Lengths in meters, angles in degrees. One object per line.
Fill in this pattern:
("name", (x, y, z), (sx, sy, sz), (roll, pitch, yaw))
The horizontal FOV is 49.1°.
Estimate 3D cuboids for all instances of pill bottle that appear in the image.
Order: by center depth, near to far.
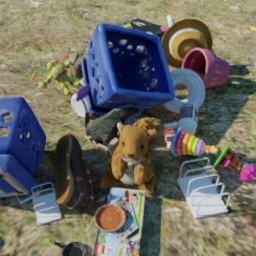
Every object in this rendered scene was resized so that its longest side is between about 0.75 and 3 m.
("pill bottle", (1.559, 0.278, 10.040), (0.484, 0.848, 0.484), (-9, 8, 1))
("pill bottle", (2.275, -0.300, 10.682), (0.733, 0.733, 1.284), (8, 47, 10))
("pill bottle", (-1.416, -1.292, 11.821), (1.067, 1.067, 1.843), (24, 45, 26))

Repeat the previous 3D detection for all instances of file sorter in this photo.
("file sorter", (-2.372, 2.155, 8.031), (0.664, 0.596, 0.957), (-14, 42, -15))
("file sorter", (2.218, 1.743, 8.287), (1.008, 0.904, 1.453), (-9, 41, -9))

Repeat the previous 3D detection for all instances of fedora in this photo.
("fedora", (3.017, -3.958, 13.795), (2.754, 2.754, 1.123), (-6, 33, -7))

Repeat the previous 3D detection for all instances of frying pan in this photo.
("frying pan", (-1.575, 3.185, 7.131), (1.003, 0.163, 0.607), (1, 39, 4))

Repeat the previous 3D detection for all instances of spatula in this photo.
("spatula", (-1.586, -0.704, 10.303), (0.218, 2.123, 0.600), (33, 54, 29))

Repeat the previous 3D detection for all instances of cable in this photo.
("cable", (2.209, -1.515, 11.710), (1.913, 0.662, 1.913), (-22, 86, -8))

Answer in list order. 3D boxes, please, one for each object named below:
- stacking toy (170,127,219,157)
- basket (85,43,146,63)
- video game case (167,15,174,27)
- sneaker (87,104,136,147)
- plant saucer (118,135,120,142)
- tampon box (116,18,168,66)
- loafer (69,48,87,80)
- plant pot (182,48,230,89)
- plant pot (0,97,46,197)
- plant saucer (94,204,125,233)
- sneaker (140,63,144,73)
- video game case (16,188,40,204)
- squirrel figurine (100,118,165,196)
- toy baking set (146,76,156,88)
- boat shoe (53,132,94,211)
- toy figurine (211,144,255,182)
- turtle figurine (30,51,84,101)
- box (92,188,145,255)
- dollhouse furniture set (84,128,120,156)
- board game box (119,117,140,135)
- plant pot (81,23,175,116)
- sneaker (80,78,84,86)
("stacking toy", (2.212, 0.614, 9.176), (1.492, 0.866, 0.819), (13, 42, 30))
("basket", (-0.678, -3.194, 13.028), (2.536, 1.889, 1.810), (3, 30, -17))
("video game case", (2.791, -4.871, 15.537), (0.255, 2.029, 2.834), (-24, 35, 20))
("sneaker", (-0.454, -0.018, 9.722), (1.950, 0.746, 1.117), (-28, 63, 13))
("plant saucer", (-0.238, 0.572, 10.255), (1.027, 0.192, 1.027), (0, 40, 0))
("tampon box", (0.692, -4.902, 15.753), (2.553, 1.611, 1.913), (30, 48, 31))
("loafer", (-2.543, -3.251, 14.253), (0.959, 1.081, 2.842), (1, 33, 4))
("plant pot", (3.696, -2.648, 13.044), (1.678, 1.874, 1.874), (0, 37, -26))
("plant pot", (-3.937, 0.728, 8.183), (2.465, 2.466, 2.217), (-6, 58, 0))
("plant saucer", (-0.485, 2.421, 7.486), (0.812, 0.131, 0.812), (-1, 39, 0))
("sneaker", (0.206, -3.269, 14.552), (1.484, 0.599, 0.568), (19, 44, 32))
("video game case", (-3.219, 1.910, 8.732), (0.623, 0.078, 0.870), (-25, 45, -27))
("squirrel figurine", (0.185, 0.566, 8.484), (1.664, 2.195, 2.352), (12, 47, 11))
("toy baking set", (0.964, -2.302, 13.762), (0.959, 0.145, 1.250), (3, 40, 4))
("boat shoe", (-1.714, 1.324, 8.789), (1.031, 1.032, 2.931), (27, 29, -32))
("toy figurine", (3.575, 1.218, 9.170), (1.232, 1.005, 1.338), (34, 24, 17))
("turtle figurine", (-2.811, -2.276, 12.224), (1.954, 0.780, 2.423), (45, 64, -3))
("box", (-0.191, 2.626, 7.636), (1.164, 0.367, 2.115), (4, 40, 5))
("dollhouse furniture set", (-0.815, 0.353, 9.971), (1.528, 0.676, 0.792), (29, 61, 36))
("board game box", (0.092, -0.119, 10.711), (0.802, 0.247, 0.802), (6, 72, -4))
("plant pot", (-0.235, -1.903, 10.617), (2.750, 2.473, 2.751), (-1, 71, -34))
("sneaker", (-1.834, -2.281, 13.335), (0.391, 0.614, 1.062), (-17, 21, 48))
